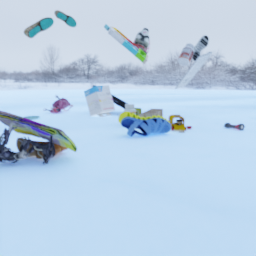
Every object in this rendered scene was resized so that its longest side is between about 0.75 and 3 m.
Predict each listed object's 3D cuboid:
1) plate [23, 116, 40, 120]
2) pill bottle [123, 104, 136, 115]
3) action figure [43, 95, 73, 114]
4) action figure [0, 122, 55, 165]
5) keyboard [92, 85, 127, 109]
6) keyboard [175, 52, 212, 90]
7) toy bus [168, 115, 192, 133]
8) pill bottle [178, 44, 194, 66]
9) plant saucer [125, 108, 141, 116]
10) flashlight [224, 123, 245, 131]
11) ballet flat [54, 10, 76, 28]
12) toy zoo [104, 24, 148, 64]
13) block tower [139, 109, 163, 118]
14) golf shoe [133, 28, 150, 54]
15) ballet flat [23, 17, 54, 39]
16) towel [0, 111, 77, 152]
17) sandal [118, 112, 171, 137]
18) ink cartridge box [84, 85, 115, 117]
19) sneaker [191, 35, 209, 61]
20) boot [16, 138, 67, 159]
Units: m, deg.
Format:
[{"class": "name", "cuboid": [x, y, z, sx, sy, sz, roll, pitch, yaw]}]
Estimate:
[{"class": "plate", "cuboid": [-4.844, -0.506, 14.100, 0.807, 0.103, 0.807, 1, 9, 0]}, {"class": "pill bottle", "cuboid": [0.072, -0.527, 11.824, 0.528, 0.936, 0.528, 0, 10, 0]}, {"class": "action figure", "cuboid": [-4.114, -1.153, 16.477, 1.281, 1.152, 1.720, 42, 14, -18]}, {"class": "action figure", "cuboid": [-2.584, 0.417, 6.592, 1.662, 0.848, 0.988, 3, -25, -2]}, {"class": "keyboard", "cuboid": [-0.700, -1.601, 16.206, 2.801, 0.288, 1.780, 32, -6, 17]}, {"class": "keyboard", "cuboid": [3.138, -2.733, 13.770, 0.829, 0.157, 2.947, -29, -13, -21]}, {"class": "toy bus", "cuboid": [1.946, -0.225, 11.097, 1.164, 0.601, 1.098, 8, 13, 39]}, {"class": "pill bottle", "cuboid": [2.693, -3.377, 12.879, 0.549, 0.979, 0.549, 22, -21, 9]}, {"class": "plant saucer", "cuboid": [0.208, -0.489, 12.222, 0.768, 0.767, 0.184, 4, 22, 23]}, {"class": "flashlight", "cuboid": [4.257, -0.073, 11.232, 0.272, 0.273, 0.804, 25, -5, -30]}, {"class": "ballet flat", "cuboid": [-2.484, -4.346, 11.077, 0.353, 0.381, 1.081, 47, 14, 30]}, {"class": "toy zoo", "cuboid": [-0.057, -2.546, 8.375, 1.599, 0.164, 1.049, 38, 20, -9]}, {"class": "block tower", "cuboid": [1.048, -0.441, 12.330, 0.633, 0.591, 2.188, 2, 11, 19]}, {"class": "golf shoe", "cuboid": [0.608, -3.539, 11.654, 0.750, 0.951, 2.066, 21, 8, -6]}, {"class": "ballet flat", "cuboid": [-3.793, -4.266, 11.756, 0.488, 0.528, 1.496, 23, 50, 25]}, {"class": "towel", "cuboid": [-2.235, 0.094, 6.834, 1.867, 0.213, 1.341, 17, -19, 13]}, {"class": "sandal", "cuboid": [0.614, 0.006, 9.924, 1.951, 0.775, 0.849, 4, 43, -13]}, {"class": "ink cartridge box", "cuboid": [-1.512, -1.348, 15.005, 1.016, 1.623, 1.043, -15, -2, 42]}, {"class": "sneaker", "cuboid": [3.350, -3.835, 13.455, 0.536, 1.426, 0.578, 36, -6, -22]}, {"class": "boot", "cuboid": [-2.318, 0.502, 7.554, 1.225, 0.451, 0.948, 20, 20, 28]}]
